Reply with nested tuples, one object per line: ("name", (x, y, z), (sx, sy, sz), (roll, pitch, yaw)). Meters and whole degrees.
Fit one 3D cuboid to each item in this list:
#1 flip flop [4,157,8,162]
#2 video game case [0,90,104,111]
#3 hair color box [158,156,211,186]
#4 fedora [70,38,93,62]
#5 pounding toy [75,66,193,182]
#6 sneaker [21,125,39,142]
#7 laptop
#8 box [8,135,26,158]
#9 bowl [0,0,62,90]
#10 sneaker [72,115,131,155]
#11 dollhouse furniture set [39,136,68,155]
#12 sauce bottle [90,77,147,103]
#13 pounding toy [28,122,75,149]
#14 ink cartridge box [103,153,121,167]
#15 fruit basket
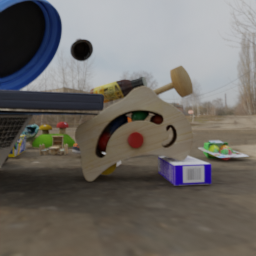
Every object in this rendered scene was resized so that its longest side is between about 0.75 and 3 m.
("flip flop", (-4.244, 0.645, 8.189), (1.008, 0.715, 2.485), (-1, 2, -36))
("video game case", (-1.598, -0.408, 4.559), (1.949, 0.259, 2.728), (1, 2, -16))
("hair color box", (1.115, 0.854, 5.795), (0.722, 0.428, 1.321), (-1, 3, -6))
("fedora", (-1.563, -2.635, 9.244), (0.763, 0.390, 0.863), (-20, -38, -7))
("pounding toy", (0.363, 0.093, 6.210), (2.947, 1.685, 1.691), (-32, -1, 3))
("sneaker", (-4.814, 0.243, 12.264), (0.912, 0.820, 2.112), (-36, -4, 29))
("laptop", (-2.136, 0.370, 5.337), (1.515, 2.614, 2.448), (36, 9, 9))
("box", (-4.250, 0.626, 10.120), (0.723, 0.664, 2.065), (0, 1, -10))
("bowl", (-2.912, -2.119, 7.204), (0.550, 2.804, 2.804), (40, 11, 12))
("sneaker", (-0.714, 0.240, 9.809), (2.577, 1.444, 1.000), (-1, 2, -32))
("dollhouse furniture set", (-2.690, 0.633, 10.355), (0.906, 0.642, 0.986), (0, 1, -1))
("sauce bottle", (-0.330, -1.272, 9.303), (1.921, 0.634, 0.634), (-15, -5, 24))
("pounding toy", (-3.546, 0.307, 13.067), (1.930, 1.160, 2.501), (-1, 2, -33))
("ink cartridge box", (-0.641, 0.850, 7.586), (0.808, 0.343, 0.588), (2, 2, 12))
("fruit basket", (2.970, 0.727, 8.818), (1.082, 0.548, 1.168), (0, 4, -20))
